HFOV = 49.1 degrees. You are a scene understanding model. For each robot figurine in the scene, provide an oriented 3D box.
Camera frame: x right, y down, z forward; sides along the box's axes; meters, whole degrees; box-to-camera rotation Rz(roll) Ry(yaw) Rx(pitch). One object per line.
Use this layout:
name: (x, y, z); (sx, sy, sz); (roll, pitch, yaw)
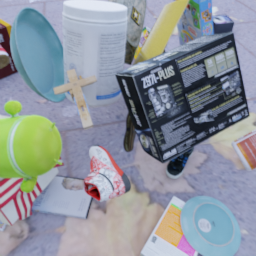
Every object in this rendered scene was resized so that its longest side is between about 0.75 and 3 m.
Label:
robot figurine: (-2.342, 0.401, 5.794); (2.158, 1.893, 1.248); (-5, 8, 21)

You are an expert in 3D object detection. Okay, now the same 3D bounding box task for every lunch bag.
lunch bag: (-0.197, -3.973, 10.711); (1.574, 2.678, 2.196); (11, 82, 0)

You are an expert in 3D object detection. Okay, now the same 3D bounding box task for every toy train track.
toy train track: (-1.302, -0.762, 7.583); (1.200, 0.340, 2.091); (-18, 56, -6)

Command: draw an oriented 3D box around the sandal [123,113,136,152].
sandal: (0.215, -0.046, 8.142); (0.424, 1.555, 0.635); (8, 0, -22)

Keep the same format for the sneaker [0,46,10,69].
sneaker: (-3.492, -1.564, 6.436); (1.345, 0.479, 0.757); (-26, 60, -18)

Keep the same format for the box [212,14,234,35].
box: (5.419, -6.099, 16.485); (1.162, 0.716, 1.153); (-8, 47, -7)

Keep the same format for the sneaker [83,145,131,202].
sneaker: (-0.821, 1.139, 7.301); (0.986, 0.614, 1.840); (-17, 43, -32)

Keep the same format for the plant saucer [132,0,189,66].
plant saucer: (0.951, -3.085, 10.210); (0.663, 2.737, 2.736); (27, 82, -6)

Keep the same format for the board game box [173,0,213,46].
board game box: (2.417, -3.951, 10.430); (0.522, 2.851, 2.157); (-25, 45, -2)

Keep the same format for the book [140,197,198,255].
book: (1.341, 2.962, 7.574); (1.262, 0.454, 1.890); (26, 51, 20)

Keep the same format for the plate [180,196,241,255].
plate: (2.310, 2.662, 7.699); (1.787, 0.228, 1.787); (9, 50, -11)

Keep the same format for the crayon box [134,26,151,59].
crayon box: (0.766, -4.210, 14.172); (0.436, 1.291, 1.497); (22, 37, -28)

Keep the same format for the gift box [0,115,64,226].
gift box: (-3.486, 1.154, 8.085); (2.421, 2.593, 2.393); (9, 47, 30)

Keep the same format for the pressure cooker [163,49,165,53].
pressure cooker: (1.390, -4.018, 14.321); (0.784, 0.796, 0.891); (-20, 49, -14)

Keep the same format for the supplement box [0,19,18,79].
supplement box: (-6.393, -3.477, 12.708); (1.537, 2.283, 2.314); (35, 54, 30)

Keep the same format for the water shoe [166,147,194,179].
water shoe: (1.730, 0.989, 9.393); (0.570, 0.630, 1.595); (22, 49, 21)

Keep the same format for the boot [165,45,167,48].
boot: (1.446, -3.466, 12.179); (0.277, 0.766, 0.579); (36, 22, -2)

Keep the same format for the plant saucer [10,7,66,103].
plant saucer: (-2.803, -2.212, 8.895); (0.538, 2.994, 2.994); (-12, 43, 15)

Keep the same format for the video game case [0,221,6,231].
video game case: (-3.952, 2.527, 8.209); (1.009, 0.120, 0.919); (5, 45, 4)

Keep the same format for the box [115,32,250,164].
box: (1.498, -0.853, 7.471); (2.932, 2.401, 1.263); (-27, 21, -14)

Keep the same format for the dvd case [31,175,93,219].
dvd case: (-1.990, 2.071, 8.639); (1.827, 0.160, 1.304); (6, 45, 6)

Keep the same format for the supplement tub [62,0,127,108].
supplement tub: (-1.058, -2.299, 8.779); (1.927, 2.921, 1.927); (5, 31, -3)

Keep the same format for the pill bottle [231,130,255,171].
pill bottle: (3.775, 0.415, 7.604); (1.660, 0.931, 0.931); (-31, 43, 16)
